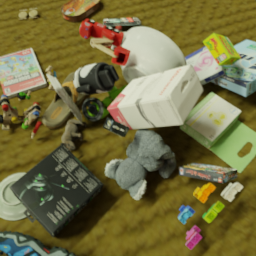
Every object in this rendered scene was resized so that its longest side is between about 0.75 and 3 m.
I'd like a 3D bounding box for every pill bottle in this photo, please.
[{"bbox_3d":[-0.173,-4.123,13.212,1.308,0.745,0.745,-10,56,-7],"label":"pill bottle"}]

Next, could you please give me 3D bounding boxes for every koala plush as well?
[{"bbox_3d":[0.333,1.182,9.153,1.782,1.847,2.010,39,76,24],"label":"koala plush"}]

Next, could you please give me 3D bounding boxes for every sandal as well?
[{"bbox_3d":[-2.503,-1.247,11.206,1.153,0.775,2.870,20,59,12],"label":"sandal"}]

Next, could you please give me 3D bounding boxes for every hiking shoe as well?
[{"bbox_3d":[-2.722,3.708,7.723,2.734,1.017,1.185,15,56,10],"label":"hiking shoe"}]

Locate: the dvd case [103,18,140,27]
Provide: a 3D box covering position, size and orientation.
[{"bbox_3d":[-0.352,-5.304,14.014,1.803,0.198,1.316,-4,29,-4],"label":"dvd case"}]

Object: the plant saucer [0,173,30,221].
[{"bbox_3d":[-3.645,2.162,9.149,1.641,0.412,1.641,0,56,0],"label":"plant saucer"}]

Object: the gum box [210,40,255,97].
[{"bbox_3d":[4.960,-2.608,11.758,2.978,0.663,2.530,-29,41,-19],"label":"gum box"}]

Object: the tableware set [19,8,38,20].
[{"bbox_3d":[-5.261,-5.959,14.792,1.006,0.202,0.665,-6,68,3],"label":"tableware set"}]

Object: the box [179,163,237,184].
[{"bbox_3d":[2.519,1.405,8.862,1.498,0.282,1.023,4,4,44],"label":"box"}]

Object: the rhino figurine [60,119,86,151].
[{"bbox_3d":[-2.048,0.298,10.239,0.720,0.492,1.646,5,46,4],"label":"rhino figurine"}]

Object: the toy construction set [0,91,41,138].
[{"bbox_3d":[-4.074,-0.292,10.527,1.797,1.381,1.498,48,32,20],"label":"toy construction set"}]

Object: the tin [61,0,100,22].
[{"bbox_3d":[-2.509,-6.456,14.977,1.327,0.496,2.370,31,61,24],"label":"tin"}]

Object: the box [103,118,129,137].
[{"bbox_3d":[-0.351,-0.006,8.522,0.655,0.800,0.345,26,90,7],"label":"box"}]

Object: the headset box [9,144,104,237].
[{"bbox_3d":[-2.220,1.964,8.650,1.900,1.012,2.183,42,62,10],"label":"headset box"}]

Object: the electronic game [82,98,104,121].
[{"bbox_3d":[-1.326,-0.691,10.495,0.898,0.898,0.187,24,16,15],"label":"electronic game"}]

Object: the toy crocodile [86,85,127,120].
[{"bbox_3d":[-0.793,-0.988,11.063,2.156,0.666,0.728,-38,90,-17],"label":"toy crocodile"}]

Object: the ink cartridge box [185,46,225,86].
[{"bbox_3d":[2.863,-2.598,11.765,1.928,0.425,1.964,-26,52,27],"label":"ink cartridge box"}]

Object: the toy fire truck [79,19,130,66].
[{"bbox_3d":[-0.847,-3.046,9.854,2.137,0.521,1.507,22,42,3],"label":"toy fire truck"}]

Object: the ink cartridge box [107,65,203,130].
[{"bbox_3d":[0.848,-0.897,8.789,2.446,1.037,1.781,-8,35,46],"label":"ink cartridge box"}]

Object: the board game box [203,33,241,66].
[{"bbox_3d":[3.408,-2.764,10.016,1.965,0.468,0.998,-21,78,-56],"label":"board game box"}]

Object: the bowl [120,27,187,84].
[{"bbox_3d":[0.657,-2.209,10.417,2.811,2.811,1.263,29,68,18],"label":"bowl"}]

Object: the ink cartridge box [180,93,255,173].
[{"bbox_3d":[3.600,0.082,10.447,2.724,0.653,1.982,39,64,25],"label":"ink cartridge box"}]

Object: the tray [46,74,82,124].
[{"bbox_3d":[-2.174,-1.030,9.954,0.218,1.963,1.054,-35,50,-5],"label":"tray"}]

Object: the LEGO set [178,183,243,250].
[{"bbox_3d":[2.169,2.262,8.211,0.865,0.931,2.268,41,88,5],"label":"LEGO set"}]

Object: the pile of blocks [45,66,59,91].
[{"bbox_3d":[-3.015,-1.931,11.058,0.408,0.309,0.994,-8,92,-45],"label":"pile of blocks"}]

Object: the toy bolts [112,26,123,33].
[{"bbox_3d":[-0.701,-4.560,13.740,0.983,0.682,0.939,-10,15,4],"label":"toy bolts"}]

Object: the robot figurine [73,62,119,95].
[{"bbox_3d":[-1.172,-1.749,9.956,1.715,1.289,1.070,-3,88,39],"label":"robot figurine"}]

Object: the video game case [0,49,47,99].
[{"bbox_3d":[-4.797,-2.467,12.402,1.776,0.217,2.484,-21,58,-14],"label":"video game case"}]
